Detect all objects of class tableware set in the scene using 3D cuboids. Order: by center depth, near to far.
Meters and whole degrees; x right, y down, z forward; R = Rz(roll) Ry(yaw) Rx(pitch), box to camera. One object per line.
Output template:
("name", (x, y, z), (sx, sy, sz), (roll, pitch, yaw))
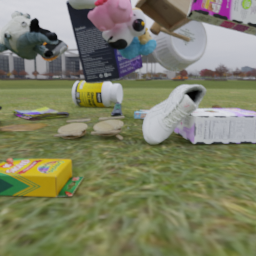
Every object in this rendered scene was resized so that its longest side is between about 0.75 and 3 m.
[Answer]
("tableware set", (-1.049, 0.100, 7.977), (1.883, 0.377, 1.245), (-4, 21, 9))

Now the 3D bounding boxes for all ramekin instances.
("ramekin", (2.133, -3.514, 11.311), (2.351, 2.351, 1.095), (-5, 5, -25))

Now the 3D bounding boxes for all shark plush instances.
("shark plush", (-2.322, -2.253, 6.966), (2.923, 1.328, 1.217), (0, -33, 47))

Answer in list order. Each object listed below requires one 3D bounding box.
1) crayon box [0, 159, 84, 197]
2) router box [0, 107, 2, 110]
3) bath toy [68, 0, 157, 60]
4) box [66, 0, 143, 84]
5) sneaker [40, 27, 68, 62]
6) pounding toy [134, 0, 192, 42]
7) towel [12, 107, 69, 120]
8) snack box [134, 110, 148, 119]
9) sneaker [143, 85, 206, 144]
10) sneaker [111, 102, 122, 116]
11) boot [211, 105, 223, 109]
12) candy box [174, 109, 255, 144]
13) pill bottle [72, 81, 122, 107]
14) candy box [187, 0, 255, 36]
("crayon box", (-1.409, 0.746, 4.326), (1.310, 0.333, 0.832), (1, 10, 3))
("router box", (-5.563, -0.957, 9.400), (2.164, 0.719, 2.752), (40, -3, -18))
("bath toy", (-0.256, -2.578, 6.556), (0.978, 1.151, 2.646), (38, 5, 33))
("box", (-0.725, -3.187, 9.863), (1.451, 2.781, 2.058), (-1, 22, 28))
("sneaker", (-3.227, -3.287, 10.632), (2.516, 0.972, 0.985), (27, 64, 37))
("pounding toy", (1.377, -3.728, 8.806), (2.107, 1.097, 2.399), (29, -4, -16))
("towel", (-3.930, -0.664, 12.505), (1.793, 0.284, 2.497), (-9, 13, -38))
("snack box", (1.120, -0.545, 11.816), (1.528, 0.284, 0.888), (4, 11, 24))
("sneaker", (1.180, -0.444, 7.084), (2.091, 0.815, 1.039), (-49, 10, -18))
("sneaker", (-0.525, -0.873, 12.797), (0.503, 0.592, 1.352), (0, 10, -3))
("boot", (4.571, -0.936, 13.860), (0.960, 0.362, 0.353), (-1, 8, -14))
("candy box", (2.539, -0.093, 7.877), (2.096, 0.750, 1.758), (-1, 10, -7))
("pill bottle", (-1.771, -1.986, 16.419), (2.703, 1.520, 1.520), (2, 10, 17))
("candy box", (2.086, -2.460, 5.218), (1.698, 1.158, 0.518), (15, 5, 0))
